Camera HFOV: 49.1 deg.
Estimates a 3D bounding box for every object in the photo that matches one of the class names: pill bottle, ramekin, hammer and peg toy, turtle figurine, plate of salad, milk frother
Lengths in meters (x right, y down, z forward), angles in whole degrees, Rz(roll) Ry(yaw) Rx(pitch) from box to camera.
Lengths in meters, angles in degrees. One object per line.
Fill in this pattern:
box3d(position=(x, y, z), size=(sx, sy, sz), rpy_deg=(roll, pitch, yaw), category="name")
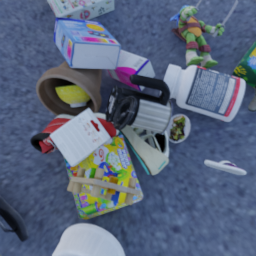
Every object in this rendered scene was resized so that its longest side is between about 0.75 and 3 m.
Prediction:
box3d(position=(2.434, -1.260, 9.463), size=(2.510, 1.501, 1.501), rpy_deg=(18, 71, 7), category="pill bottle")
box3d(position=(-1.111, 3.578, 7.344), size=(1.904, 0.928, 1.904), rpy_deg=(6, 112, 15), category="ramekin")
box3d(position=(-0.693, 1.431, 7.023), size=(1.361, 1.850, 0.652), rpy_deg=(22, 72, -30), category="hammer and peg toy")
box3d(position=(2.748, -3.555, 10.003), size=(2.567, 1.847, 2.489), rpy_deg=(-10, 80, 20), category="turtle figurine")
box3d(position=(1.617, 0.012, 9.299), size=(0.986, 0.237, 0.986), rpy_deg=(-16, 65, 39), category="plate of salad")
box3d(position=(0.383, -0.368, 7.783), size=(1.733, 1.663, 1.843), rpy_deg=(12, 50, -15), category="milk frother")

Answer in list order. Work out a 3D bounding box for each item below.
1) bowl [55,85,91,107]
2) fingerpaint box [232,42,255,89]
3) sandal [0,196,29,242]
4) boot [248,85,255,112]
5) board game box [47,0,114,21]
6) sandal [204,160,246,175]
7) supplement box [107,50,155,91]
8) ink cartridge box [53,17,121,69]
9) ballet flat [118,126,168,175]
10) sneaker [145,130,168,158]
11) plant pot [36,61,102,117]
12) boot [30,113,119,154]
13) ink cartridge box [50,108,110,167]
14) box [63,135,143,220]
box3d(position=(-1.711, -1.085, 9.430), size=(1.341, 1.341, 0.722), rpy_deg=(-8, 99, -3), category="bowl")
box3d(position=(5.352, -2.442, 10.238), size=(1.939, 0.853, 2.325), rpy_deg=(38, 74, 13), category="fingerpaint box")
box3d(position=(-3.835, 2.551, 8.374), size=(2.435, 0.926, 0.521), rpy_deg=(37, 45, 20), category="sandal")
box3d(position=(4.385, -1.131, 9.573), size=(0.368, 0.709, 1.086), rpy_deg=(19, 59, 44), category="boot")
box3d(position=(-1.967, -5.220, 11.312), size=(2.330, 0.749, 1.719), rpy_deg=(-25, 71, -10), category="board game box")
box3d(position=(2.949, 1.127, 8.489), size=(1.235, 0.503, 0.304), rpy_deg=(14, 75, 19), category="sandal")
box3d(position=(0.024, -2.052, 9.789), size=(1.585, 0.819, 0.802), rpy_deg=(31, 73, 35), category="supplement box")
box3d(position=(-1.461, -2.867, 9.205), size=(1.597, 0.894, 2.341), rpy_deg=(-5, 39, -30), category="ink cartridge box")
box3d(position=(0.305, 0.347, 8.872), size=(0.948, 0.948, 2.729), rpy_deg=(-32, 52, -11), category="ballet flat")
box3d(position=(0.943, 0.054, 9.294), size=(0.797, 0.952, 2.152), rpy_deg=(-14, 69, -4), category="sneaker")
box3d(position=(-1.747, -1.513, 9.453), size=(2.106, 2.106, 1.836), rpy_deg=(14, 52, 5), category="plant pot")
box3d(position=(-1.637, 0.284, 8.516), size=(2.489, 0.901, 1.796), rpy_deg=(1, 27, 23), category="boot")
box3d(position=(-1.353, 0.271, 7.986), size=(1.367, 0.323, 1.095), rpy_deg=(-36, 84, -5), category="ink cartridge box")
box3d(position=(-0.755, 1.531, 8.597), size=(1.898, 1.202, 1.971), rpy_deg=(-17, 71, -6), category="box")
